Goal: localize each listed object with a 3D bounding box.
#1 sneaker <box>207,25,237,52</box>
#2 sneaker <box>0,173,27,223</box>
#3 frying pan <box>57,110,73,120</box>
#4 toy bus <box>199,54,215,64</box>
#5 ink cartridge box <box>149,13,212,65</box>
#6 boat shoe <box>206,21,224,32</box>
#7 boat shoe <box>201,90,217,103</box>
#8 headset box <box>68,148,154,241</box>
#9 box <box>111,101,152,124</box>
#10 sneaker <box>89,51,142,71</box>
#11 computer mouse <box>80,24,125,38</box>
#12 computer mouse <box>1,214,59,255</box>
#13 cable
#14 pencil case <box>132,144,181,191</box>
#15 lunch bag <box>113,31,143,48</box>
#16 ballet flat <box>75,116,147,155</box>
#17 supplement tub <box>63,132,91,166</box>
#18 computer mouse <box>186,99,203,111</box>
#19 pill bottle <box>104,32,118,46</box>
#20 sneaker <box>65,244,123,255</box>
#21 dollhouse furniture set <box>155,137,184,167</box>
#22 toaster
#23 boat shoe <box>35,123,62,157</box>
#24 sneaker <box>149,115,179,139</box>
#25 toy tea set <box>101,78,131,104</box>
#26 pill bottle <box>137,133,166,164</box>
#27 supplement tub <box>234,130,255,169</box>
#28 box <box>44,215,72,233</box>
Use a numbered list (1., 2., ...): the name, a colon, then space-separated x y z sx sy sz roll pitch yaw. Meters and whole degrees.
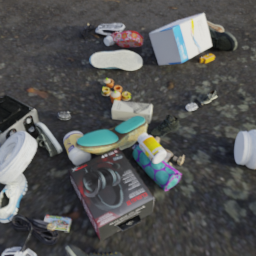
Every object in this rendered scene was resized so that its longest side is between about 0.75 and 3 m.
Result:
1. sneaker: 4.252 -4.546 14.676 1.568 1.046 2.737 -29 50 -22
2. sneaker: -3.635 2.010 8.697 0.631 0.730 1.684 -2 45 1
3. frying pan: -2.441 -0.541 11.294 0.901 0.147 0.545 -21 46 -42
4. toy bus: 3.972 -3.481 14.172 0.806 0.262 0.316 -27 54 -23
5. ink cartridge box: 2.562 -4.254 13.561 2.292 1.658 1.687 -32 24 -27
6. boat shoe: 4.497 -5.601 15.905 1.783 0.675 0.640 18 51 18
7. boat shoe: 3.454 -1.329 12.024 0.950 0.321 0.341 -32 34 -30
8. headset box: -0.492 2.015 8.535 1.815 0.942 2.440 -22 49 -20
9. box: 0.158 -0.649 11.315 1.577 0.539 0.648 6 47 6
10. sneaker: -0.624 -3.318 13.607 2.562 0.947 1.050 2 15 -19
11. computer mouse: -1.385 -5.502 15.924 2.432 0.534 1.334 3 41 11
12. computer mouse: -2.945 3.660 7.261 1.520 0.608 2.772 13 44 7
13. cable: -3.752 0.963 9.123 1.803 0.624 1.803 -6 51 45
14. pencil case: 0.923 1.221 9.353 0.776 0.843 1.824 -1 38 -48
15. lunch bag: 0.053 -4.490 14.435 1.385 1.220 0.567 7 86 30
16. ballet flat: -0.481 0.449 9.880 2.910 1.029 1.029 -23 50 -33
17. supplement tub: -1.788 0.725 9.859 0.767 0.767 1.054 -18 49 -16
18. computer mouse: 2.725 -0.900 11.765 0.873 0.192 0.479 -26 62 -29
19. pill bottle: -0.849 -4.835 15.265 0.520 0.520 0.911 34 55 28
20. sneaker: -0.807 3.466 7.407 1.689 0.632 0.897 34 55 14
21. dollhouse furniture set: 1.312 0.936 9.835 1.193 0.528 0.618 29 53 24
22. toaster: -4.606 -0.212 10.493 1.918 1.138 1.734 26 52 22
23. boat shoe: -3.072 0.410 10.296 0.521 0.579 1.637 -30 55 -27
24. sneaker: 1.365 -0.085 10.643 1.347 0.772 0.515 -23 49 -17
25. toy tea set: -0.641 -1.690 12.255 0.952 0.592 1.600 -32 54 -26
26. pill bottle: 0.735 0.640 9.063 0.548 0.548 1.004 -26 56 -22
27. supplement tub: 4.675 0.772 9.436 1.830 1.331 1.331 6 47 5
28. box: -2.114 2.840 8.314 0.783 0.136 0.431 4 47 4
